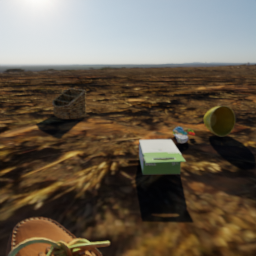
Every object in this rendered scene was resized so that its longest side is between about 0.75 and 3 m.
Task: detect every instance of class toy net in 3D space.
[{"bbox_3d":[1.464,0.230,7.450,0.575,0.212,1.096,17,19,8],"label":"toy net"}]

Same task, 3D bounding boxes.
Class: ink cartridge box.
[{"bbox_3d":[0.605,0.599,5.381,0.703,0.401,1.354,-1,13,-2],"label":"ink cartridge box"}]

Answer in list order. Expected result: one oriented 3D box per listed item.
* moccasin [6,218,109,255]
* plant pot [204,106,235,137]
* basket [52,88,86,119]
[{"bbox_3d":[-0.354,1.173,1.850,0.829,0.875,2.266,-2,13,-27],"label":"moccasin"},{"bbox_3d":[2.508,-0.217,7.993,0.850,0.850,0.603,-5,8,-20],"label":"plant pot"},{"bbox_3d":[-2.287,-0.936,10.524,0.980,1.023,1.373,-10,18,-37],"label":"basket"}]
